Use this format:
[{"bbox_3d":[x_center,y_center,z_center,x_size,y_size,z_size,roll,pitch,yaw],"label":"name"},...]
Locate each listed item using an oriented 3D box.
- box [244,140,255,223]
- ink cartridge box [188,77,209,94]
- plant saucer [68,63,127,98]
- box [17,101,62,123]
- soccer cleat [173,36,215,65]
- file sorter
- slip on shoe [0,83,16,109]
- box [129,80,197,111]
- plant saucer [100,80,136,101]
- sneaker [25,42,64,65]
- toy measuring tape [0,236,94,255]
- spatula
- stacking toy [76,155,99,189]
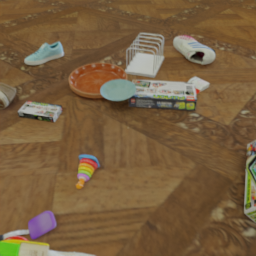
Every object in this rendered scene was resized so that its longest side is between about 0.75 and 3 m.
[{"bbox_3d":[4.121,1.172,7.924,0.494,1.566,2.845,40,42,-9],"label":"box"},{"bbox_3d":[3.067,-1.936,12.817,1.021,0.291,0.830,-26,46,-33],"label":"ink cartridge box"},{"bbox_3d":[-1.369,-2.155,12.868,2.660,0.429,2.660,1,42,-1],"label":"plant saucer"},{"bbox_3d":[-3.523,-0.671,11.263,1.527,0.265,0.840,9,41,11],"label":"box"},{"bbox_3d":[3.296,-4.163,14.920,1.202,0.973,2.784,-30,49,-30],"label":"soccer cleat"},{"bbox_3d":[0.884,-3.723,14.096,1.515,1.359,2.183,12,41,13],"label":"file sorter"},{"bbox_3d":[-6.124,-1.723,11.752,2.966,1.128,0.899,18,53,15],"label":"slip on shoe"},{"bbox_3d":[1.469,-1.430,11.989,2.756,0.478,1.517,4,40,6],"label":"box"},{"bbox_3d":[-0.402,-1.462,11.423,1.464,0.282,1.464,-1,43,1],"label":"plant saucer"},{"bbox_3d":[-4.493,-4.019,14.801,2.191,0.898,0.810,-31,48,-32],"label":"sneaker"},{"bbox_3d":[-2.085,3.145,6.424,2.951,1.086,1.086,15,37,-17],"label":"toy measuring tape"},{"bbox_3d":[-2.993,2.762,7.162,2.261,0.232,0.639,-17,41,-19],"label":"spatula"},{"bbox_3d":[-1.341,1.418,8.618,0.619,0.585,1.066,6,51,14],"label":"stacking toy"}]
